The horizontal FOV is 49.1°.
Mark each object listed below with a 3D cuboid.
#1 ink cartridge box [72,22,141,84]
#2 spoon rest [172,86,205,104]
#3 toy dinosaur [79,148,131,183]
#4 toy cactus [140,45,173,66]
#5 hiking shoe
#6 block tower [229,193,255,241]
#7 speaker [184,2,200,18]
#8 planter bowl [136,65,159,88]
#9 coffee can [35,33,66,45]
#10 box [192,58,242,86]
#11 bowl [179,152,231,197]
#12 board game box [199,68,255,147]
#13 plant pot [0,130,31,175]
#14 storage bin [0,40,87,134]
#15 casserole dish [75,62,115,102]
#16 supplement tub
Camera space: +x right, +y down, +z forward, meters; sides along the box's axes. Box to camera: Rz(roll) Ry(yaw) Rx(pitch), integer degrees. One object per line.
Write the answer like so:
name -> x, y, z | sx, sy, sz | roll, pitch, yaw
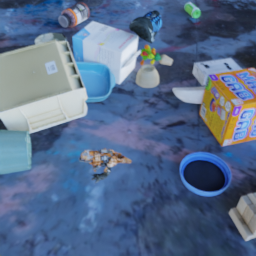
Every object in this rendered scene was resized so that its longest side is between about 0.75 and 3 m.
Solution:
ink cartridge box -> -0.735, -2.875, 10.885 | 2.339, 1.465, 1.503 | 23, 48, 14
spoon rest -> 2.964, -1.228, 9.567 | 2.878, 0.872, 1.430 | 6, 12, 2
toy dinosaur -> -0.553, 0.851, 6.913 | 1.417, 0.962, 0.724 | 24, 43, -20
toy cactus -> 0.864, -2.183, 8.823 | 1.056, 0.655, 1.280 | 21, 9, 1
hiking shoe -> 0.711, -3.960, 10.515 | 0.963, 1.122, 2.588 | 28, 13, 1
block tower -> 3.878, 1.816, 6.592 | 2.777, 0.803, 0.750 | -12, 45, -11
speaker -> 3.538, -6.506, 15.473 | 0.527, 0.527, 1.191 | -10, 45, -11
planter bowl -> 0.755, -2.039, 10.738 | 0.911, 0.613, 0.911 | 1, 43, -1
coffee can -> -2.811, -2.627, 10.661 | 1.137, 1.554, 1.137 | 0, 44, 0
box -> 3.489, -2.220, 11.011 | 1.621, 0.488, 0.946 | -11, 45, -11
bowl -> 2.056, 1.245, 7.554 | 1.352, 0.265, 1.352 | 0, 44, 0
board game box -> 3.357, -0.650, 8.567 | 1.585, 1.586, 1.585 | -10, 45, -11
plant pot -> -3.365, 0.637, 7.477 | 1.409, 1.439, 1.439 | -4, 43, -14
storage bin -> -2.721, -1.309, 8.598 | 2.484, 1.173, 2.502 | -18, 54, -9
casserole dish -> -1.825, -1.586, 10.023 | 2.720, 0.528, 1.648 | 0, 59, -8
supplement tub -> -2.812, -5.766, 14.420 | 0.904, 0.904, 1.691 | 23, 47, 22
